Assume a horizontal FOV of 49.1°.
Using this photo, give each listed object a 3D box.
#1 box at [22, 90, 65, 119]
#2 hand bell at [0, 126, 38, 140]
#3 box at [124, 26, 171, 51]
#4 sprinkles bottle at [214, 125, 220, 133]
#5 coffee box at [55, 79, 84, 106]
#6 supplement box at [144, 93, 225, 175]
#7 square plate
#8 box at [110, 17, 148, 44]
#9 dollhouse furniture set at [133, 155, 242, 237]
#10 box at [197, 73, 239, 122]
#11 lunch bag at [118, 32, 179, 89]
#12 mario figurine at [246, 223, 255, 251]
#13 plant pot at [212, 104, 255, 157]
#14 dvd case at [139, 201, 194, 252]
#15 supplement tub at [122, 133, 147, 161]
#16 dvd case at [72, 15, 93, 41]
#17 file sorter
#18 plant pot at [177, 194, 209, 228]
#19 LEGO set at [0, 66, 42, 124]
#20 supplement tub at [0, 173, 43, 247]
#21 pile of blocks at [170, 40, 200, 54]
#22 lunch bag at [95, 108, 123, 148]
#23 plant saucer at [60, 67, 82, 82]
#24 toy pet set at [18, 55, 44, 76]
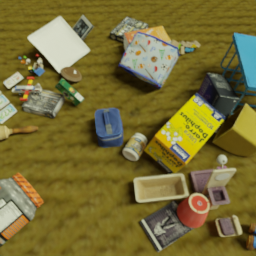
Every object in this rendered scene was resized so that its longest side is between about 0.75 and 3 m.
[{"bbox_3d":[-3.295,-0.977,10.946,1.316,0.318,1.043,13,55,10],"label":"box"},{"bbox_3d":[-4.078,0.106,10.039,1.610,0.838,0.838,-9,54,-21],"label":"hand bell"},{"bbox_3d":[0.829,-3.732,12.584,1.841,0.897,1.145,-14,55,-9],"label":"box"},{"bbox_3d":[2.768,-0.231,10.346,1.196,0.408,0.408,24,58,17],"label":"sprinkles bottle"},{"bbox_3d":[-2.217,-1.331,10.575,1.099,0.676,0.242,43,65,-15],"label":"coffee box"},{"bbox_3d":[1.842,0.206,9.179,1.270,1.278,2.334,42,63,9],"label":"supplement box"},{"bbox_3d":[-3.028,-3.649,12.378,2.003,0.285,1.984,48,62,-10],"label":"square plate"},{"bbox_3d":[0.060,-4.714,13.625,1.274,0.388,1.580,24,57,19],"label":"box"},{"bbox_3d":[1.644,1.860,7.850,2.801,1.988,2.219,-5,54,-4],"label":"dollhouse furniture set"},{"bbox_3d":[3.255,-1.130,10.341,0.780,1.106,1.495,7,40,-13],"label":"box"},{"bbox_3d":[0.811,-2.777,11.345,1.991,1.233,1.693,29,92,13],"label":"lunch bag"},{"bbox_3d":[4.268,3.348,7.722,1.847,0.979,1.140,14,91,23],"label":"mario figurine"},{"bbox_3d":[3.941,0.239,9.552,1.300,1.271,1.263,38,61,3],"label":"plant pot"},{"bbox_3d":[1.145,2.875,8.280,1.313,0.105,0.976,-25,59,-18],"label":"dvd case"},{"bbox_3d":[0.242,0.653,9.580,0.599,0.599,0.828,24,58,16],"label":"supplement tub"},{"bbox_3d":[-2.259,-4.513,13.123,1.289,0.159,0.968,-46,60,17],"label":"dvd case"},{"bbox_3d":[4.793,-1.884,10.630,1.969,1.741,2.838,8,54,-6],"label":"file sorter"},{"bbox_3d":[1.947,2.362,8.170,0.872,0.772,0.872,6,49,-7],"label":"plant pot"},{"bbox_3d":[-4.515,-1.527,11.011,2.392,0.587,1.787,-41,63,-14],"label":"LEGO set"},{"bbox_3d":[-3.686,2.465,7.730,1.483,1.483,2.420,37,61,24],"label":"supplement tub"},{"bbox_3d":[2.536,-3.706,12.929,1.531,0.629,0.476,-4,11,-14],"label":"pile of blocks"},{"bbox_3d":[-0.683,-0.083,9.937,0.923,0.899,1.359,-8,55,-6],"label":"lunch bag"},{"bbox_3d":[-2.384,-2.279,11.761,0.932,0.137,0.932,19,38,-16],"label":"plant saucer"},{"bbox_3d":[-4.003,-2.585,11.759,0.919,0.858,0.488,-4,69,16],"label":"toy pet set"}]
